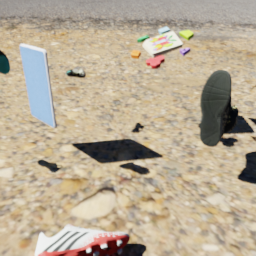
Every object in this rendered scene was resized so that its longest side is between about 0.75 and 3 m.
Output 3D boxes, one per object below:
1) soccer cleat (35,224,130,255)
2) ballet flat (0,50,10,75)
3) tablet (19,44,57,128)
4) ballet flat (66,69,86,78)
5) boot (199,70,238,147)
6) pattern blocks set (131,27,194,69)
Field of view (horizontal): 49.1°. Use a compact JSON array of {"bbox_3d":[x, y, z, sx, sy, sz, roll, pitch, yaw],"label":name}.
[{"bbox_3d":[-1.183,2.925,7.268,2.415,0.829,1.029,-11,41,-8],"label":"soccer cleat"},{"bbox_3d":[-3.693,-2.065,7.790,0.465,1.294,0.465,-4,56,6],"label":"ballet flat"},{"bbox_3d":[-3.002,-1.387,9.397,0.178,2.613,1.700,-24,34,-39],"label":"tablet"},{"bbox_3d":[-1.918,-2.094,10.756,0.345,0.343,1.009,-25,-7,37],"label":"ballet flat"},{"bbox_3d":[3.008,-0.712,8.969,0.852,2.361,1.783,16,22,34],"label":"boot"},{"bbox_3d":[1.256,-3.104,10.395,2.411,0.222,2.743,-26,37,-8],"label":"pattern blocks set"}]
